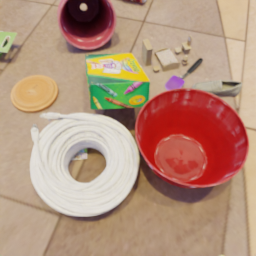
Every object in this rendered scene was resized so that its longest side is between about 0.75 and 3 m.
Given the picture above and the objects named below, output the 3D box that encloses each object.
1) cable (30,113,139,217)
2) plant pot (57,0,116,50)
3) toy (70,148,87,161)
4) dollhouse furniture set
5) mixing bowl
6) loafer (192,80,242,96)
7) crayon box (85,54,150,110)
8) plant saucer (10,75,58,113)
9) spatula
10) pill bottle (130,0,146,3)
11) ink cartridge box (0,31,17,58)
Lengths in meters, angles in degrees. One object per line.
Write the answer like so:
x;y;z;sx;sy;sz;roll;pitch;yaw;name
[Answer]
-1.207;0.997;7.914;2.997;1.038;2.997;-2;64;-6;cable
-1.687;-4.529;11.032;2.219;2.219;1.986;-11;42;-7;plant pot
-1.772;0.715;8.690;0.979;0.231;0.564;-3;56;-2;toy
1.575;-2.853;10.596;1.911;0.846;0.991;-14;59;-9;dollhouse furniture set
1.620;0.521;7.963;2.985;1.617;2.985;2;58;-3;mixing bowl
3.134;-1.465;9.861;1.683;0.587;0.589;0;58;0;loafer
-0.453;-1.583;8.957;1.700;0.834;2.863;-4;31;-10;crayon box
-3.327;-1.261;9.929;1.657;0.267;1.657;0;57;-1;plant saucer
2.148;-2.017;10.433;0.578;0.210;2.047;36;65;24;spatula
0.160;-6.241;12.773;1.394;0.796;0.796;16;59;10;pill bottle
-5.450;-3.215;10.940;2.159;0.640;1.121;7;58;5;ink cartridge box
